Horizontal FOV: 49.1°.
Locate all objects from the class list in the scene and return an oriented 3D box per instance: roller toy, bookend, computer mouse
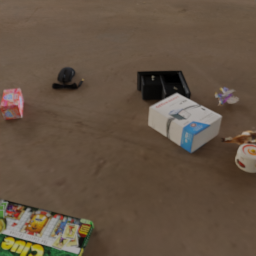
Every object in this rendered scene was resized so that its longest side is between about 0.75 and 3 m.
[{"bbox_3d":[3.865,0.937,8.832,0.832,0.637,0.912,12,39,14],"label":"roller toy"},{"bbox_3d":[1.421,-1.576,11.876,2.003,0.922,1.990,-1,38,-1],"label":"bookend"},{"bbox_3d":[-2.762,-2.477,13.439,1.366,0.448,1.946,5,38,7],"label":"computer mouse"}]

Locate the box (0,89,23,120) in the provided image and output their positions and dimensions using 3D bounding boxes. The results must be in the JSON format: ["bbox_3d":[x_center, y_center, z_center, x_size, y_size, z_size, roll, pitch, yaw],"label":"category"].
[{"bbox_3d":[-4.684,-0.981,11.334,0.688,0.635,1.341,-8,38,-10],"label":"box"}]

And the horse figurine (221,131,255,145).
[{"bbox_3d":[4.159,0.294,9.530,1.762,0.440,1.168,-15,-2,-37],"label":"horse figurine"}]

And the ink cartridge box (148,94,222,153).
[{"bbox_3d":[2.002,-0.243,10.156,1.551,0.909,2.118,-29,47,-30],"label":"ink cartridge box"}]

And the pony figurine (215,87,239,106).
[{"bbox_3d":[4.133,-1.344,11.885,0.873,0.753,0.904,-26,36,20],"label":"pony figurine"}]

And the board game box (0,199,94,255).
[{"bbox_3d":[-2.387,2.652,6.892,2.748,0.322,1.440,9,40,12],"label":"board game box"}]
